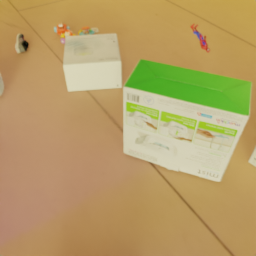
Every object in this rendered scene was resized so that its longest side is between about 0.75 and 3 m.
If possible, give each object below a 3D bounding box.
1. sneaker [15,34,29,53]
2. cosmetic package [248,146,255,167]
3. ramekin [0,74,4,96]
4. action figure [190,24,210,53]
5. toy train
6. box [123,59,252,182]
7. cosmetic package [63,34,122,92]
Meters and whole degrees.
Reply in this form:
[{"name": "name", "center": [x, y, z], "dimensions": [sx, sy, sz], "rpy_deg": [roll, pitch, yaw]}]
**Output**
[{"name": "sneaker", "center": [-4.240, -3.414, 11.299], "dimensions": [0.479, 0.404, 1.095], "rpy_deg": [-5, 50, -6]}, {"name": "cosmetic package", "center": [4.051, 0.178, 6.978], "dimensions": [1.631, 1.636, 1.006], "rpy_deg": [-35, 56, -29]}, {"name": "ramekin", "center": [-5.088, -1.457, 8.974], "dimensions": [2.098, 1.023, 2.098], "rpy_deg": [0, 46, 0]}, {"name": "action figure", "center": [2.144, -2.609, 8.189], "dimensions": [0.314, 0.248, 0.961], "rpy_deg": [-9, 73, -48]}, {"name": "toy train", "center": [-2.261, -4.177, 11.920], "dimensions": [1.940, 0.540, 1.457], "rpy_deg": [-1, 46, -1]}, {"name": "box", "center": [1.276, -0.122, 6.791], "dimensions": [2.630, 2.321, 1.272], "rpy_deg": [15, 48, 14]}, {"name": "cosmetic package", "center": [-1.217, -2.297, 9.710], "dimensions": [1.845, 1.138, 1.851], "rpy_deg": [-5, 48, -4]}]
